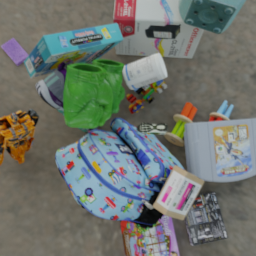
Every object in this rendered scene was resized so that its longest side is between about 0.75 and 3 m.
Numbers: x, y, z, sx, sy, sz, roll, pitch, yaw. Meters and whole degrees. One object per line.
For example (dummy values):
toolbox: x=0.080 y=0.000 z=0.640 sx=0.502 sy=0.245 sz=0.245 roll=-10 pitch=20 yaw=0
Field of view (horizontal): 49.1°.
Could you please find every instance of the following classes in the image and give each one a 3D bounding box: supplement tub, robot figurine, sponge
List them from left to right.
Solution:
robot figurine: x=-3.386 y=0.415 z=8.056 sx=1.789 sy=2.468 sz=0.718 roll=-29 pitch=76 yaw=-41
sponge: x=-4.215 y=-2.838 z=10.456 sx=0.568 sy=0.152 sz=1.019 roll=-40 pitch=77 yaw=-11
supplement tub: x=0.492 y=-1.673 z=8.390 sx=1.182 sy=0.780 sz=0.780 roll=-16 pitch=73 yaw=18

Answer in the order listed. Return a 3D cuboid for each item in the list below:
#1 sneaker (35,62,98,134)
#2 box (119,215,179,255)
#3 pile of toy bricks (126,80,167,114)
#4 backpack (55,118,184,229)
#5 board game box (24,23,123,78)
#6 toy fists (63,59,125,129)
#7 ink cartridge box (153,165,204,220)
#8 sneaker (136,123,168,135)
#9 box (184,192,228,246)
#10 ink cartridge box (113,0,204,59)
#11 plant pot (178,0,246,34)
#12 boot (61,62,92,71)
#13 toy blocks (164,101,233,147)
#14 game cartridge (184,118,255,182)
sneaker: x=-1.458 y=-0.766 z=8.512 sx=1.189 sy=2.717 sz=1.011 roll=-43 pitch=52 yaw=3
box: x=0.640 y=3.446 z=8.390 sx=1.567 sy=0.448 sz=2.291 roll=-10 pitch=73 yaw=-3
pile of toy bricks: x=0.465 y=-1.332 z=9.701 sx=1.636 sy=0.908 sz=0.808 roll=-41 pitch=51 yaw=-9
backpack: x=-0.232 y=1.054 z=7.300 sx=2.005 sy=2.980 sz=2.720 roll=-50 pitch=50 yaw=14
board game box: x=-1.674 y=-2.364 z=8.610 sx=2.503 sy=1.890 sz=0.587 roll=-25 pitch=95 yaw=-36
toy fists: x=-0.739 y=-0.838 z=7.002 sx=0.982 sy=2.856 sz=1.456 roll=16 pitch=111 yaw=8
ink cartridge box: x=1.190 y=1.531 z=6.523 sx=0.412 sy=0.903 sz=1.096 roll=28 pitch=89 yaw=45
sneaker: x=0.624 y=0.091 z=7.288 sx=0.821 sy=0.364 sz=0.316 roll=3 pitch=55 yaw=10
box: x=2.314 y=2.788 z=8.644 sx=1.119 sy=0.353 sz=1.420 roll=-12 pitch=74 yaw=-4
ink cartridge box: x=1.018 y=-3.490 z=9.619 sx=2.912 sy=2.122 sz=1.206 roll=4 pitch=73 yaw=1
plant pot: x=2.384 y=-3.783 z=7.649 sx=1.923 sy=1.918 sz=1.959 roll=18 pitch=74 yaw=1
boot: x=-1.521 y=-1.598 z=9.026 sx=1.311 sy=2.007 sz=0.679 roll=-2 pitch=75 yaw=-6
toy blocks: x=2.429 y=-0.201 z=9.339 sx=1.753 sy=0.764 sz=2.103 roll=30 pitch=76 yaw=8
game cartridge: x=3.085 y=0.693 z=8.644 sx=2.819 sy=0.585 sz=1.877 roll=-5 pitch=84 yaw=-20
